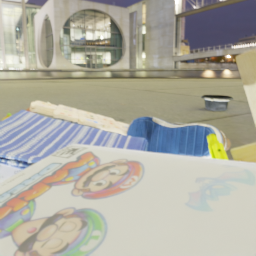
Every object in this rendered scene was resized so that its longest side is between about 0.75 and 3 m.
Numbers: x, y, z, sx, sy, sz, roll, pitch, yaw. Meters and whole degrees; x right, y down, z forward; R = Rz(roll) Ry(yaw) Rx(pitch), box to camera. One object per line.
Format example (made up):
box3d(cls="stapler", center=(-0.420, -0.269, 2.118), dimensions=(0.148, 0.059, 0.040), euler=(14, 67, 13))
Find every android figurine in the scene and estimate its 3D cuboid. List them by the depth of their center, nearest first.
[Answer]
box3d(cls="android figurine", center=(1.377, 0.596, 4.181), dimensions=(0.202, 0.896, 0.984), euler=(-14, 53, 11))

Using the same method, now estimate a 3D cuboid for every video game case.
box3d(cls="video game case", center=(-0.717, 0.909, 1.449), dimensions=(2.970, 0.352, 2.703), euler=(-30, 20, -38))

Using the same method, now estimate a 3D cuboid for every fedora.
box3d(cls="fedora", center=(3.820, -1.066, 12.095), dimensions=(1.355, 0.619, 1.355), euler=(1, 13, 0))

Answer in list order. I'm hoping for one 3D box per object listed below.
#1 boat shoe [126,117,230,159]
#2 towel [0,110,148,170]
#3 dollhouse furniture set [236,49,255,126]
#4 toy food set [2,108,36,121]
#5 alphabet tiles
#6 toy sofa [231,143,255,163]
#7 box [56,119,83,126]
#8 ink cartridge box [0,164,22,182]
box3d(cls="boat shoe", center=(0.948, 0.298, 5.854), dimensions=(0.866, 0.864, 2.393), euler=(12, -1, -42))
box3d(cls="towel", center=(-1.081, 0.265, 4.967), dimensions=(2.836, 0.338, 2.053), euler=(14, 20, 5))
box3d(cls="dollhouse furniture set", center=(4.485, -0.820, 5.738), dimensions=(2.426, 2.831, 2.977), euler=(-29, 12, -41))
box3d(cls="toy food set", center=(-3.259, -0.312, 8.711), dimensions=(1.097, 0.609, 1.864), euler=(5, 14, 24))
box3d(cls="alphabet tiles", center=(-1.061, -0.226, 7.361), dimensions=(2.826, 0.206, 2.764), euler=(15, 5, -14))
box3d(cls="toy sofa", center=(1.715, 0.886, 3.224), dimensions=(0.902, 1.063, 2.178), euler=(-20, 4, 26))
box3d(cls="box", center=(-1.768, 0.027, 7.596), dimensions=(0.876, 0.456, 0.797), euler=(-9, 16, -33))
box3d(cls="ink cartridge box", center=(-2.842, 0.392, 5.729), dimensions=(2.772, 0.563, 2.767), euler=(10, 16, 39))
